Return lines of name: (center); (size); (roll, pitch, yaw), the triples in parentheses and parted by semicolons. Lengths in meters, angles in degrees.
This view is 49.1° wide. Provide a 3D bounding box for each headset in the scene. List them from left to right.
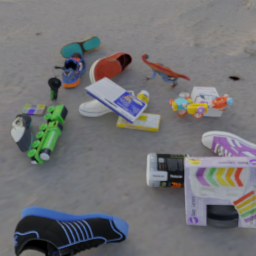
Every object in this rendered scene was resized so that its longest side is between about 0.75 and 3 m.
headset: (-3.162, -1.968, 12.442); (0.711, 1.512, 0.934); (0, 12, -24)

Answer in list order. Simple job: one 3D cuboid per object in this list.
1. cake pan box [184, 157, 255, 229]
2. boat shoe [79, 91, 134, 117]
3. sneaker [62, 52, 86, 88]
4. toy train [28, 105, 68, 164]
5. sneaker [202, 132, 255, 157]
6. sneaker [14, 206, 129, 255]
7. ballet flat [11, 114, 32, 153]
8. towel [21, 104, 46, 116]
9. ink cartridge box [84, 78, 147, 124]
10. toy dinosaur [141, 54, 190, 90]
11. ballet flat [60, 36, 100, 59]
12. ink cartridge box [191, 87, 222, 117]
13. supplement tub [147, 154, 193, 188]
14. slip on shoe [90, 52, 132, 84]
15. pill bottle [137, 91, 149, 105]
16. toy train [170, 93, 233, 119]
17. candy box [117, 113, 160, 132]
cake pan box: (2.603, 1.830, 7.793); (2.037, 2.212, 0.578); (0, 27, 13)
boat shoe: (-0.894, -1.129, 11.931); (2.447, 0.854, 0.867); (-8, 45, -8)
sneaker: (-2.664, -3.067, 13.832); (0.972, 1.012, 2.581); (1, 44, 0)
toy train: (-2.950, 0.176, 10.634); (0.819, 0.606, 2.905); (-10, 42, 16)
sneaker: (3.591, 1.022, 9.724); (2.441, 0.885, 1.392); (20, 56, 25)
sneaker: (-1.420, 2.911, 7.351); (2.986, 1.047, 1.163); (10, 42, -11)
ballet flat: (-4.051, 0.125, 10.568); (0.765, 0.765, 2.093); (-10, 37, -10)
towel: (-4.068, -0.796, 12.128); (0.962, 0.110, 0.691); (5, 45, 5)
ink cartridge box: (-0.478, -1.006, 10.693); (2.122, 0.505, 2.147); (35, 29, 3)
toy dinosaur: (1.580, -2.821, 13.060); (2.185, 1.983, 1.147); (-17, 41, 52)
ballet flat: (-2.703, -4.404, 15.524); (2.540, 0.895, 0.829); (-27, 23, -29)
ink cartridge box: (3.395, -1.138, 12.116); (1.008, 0.591, 1.377); (0, 45, -5)
supplement tub: (1.513, 1.397, 9.140); (1.780, 1.091, 1.091); (1, 44, 2)
slip on shoe: (-0.812, -2.937, 13.567); (0.905, 1.096, 2.959); (5, 33, 37)
pill bottle: (0.604, -1.202, 12.246); (0.527, 0.527, 0.947); (11, 45, 11)
toy train: (2.934, -0.888, 11.559); (2.403, 0.668, 1.805); (13, 31, 43)
candy box: (0.443, -0.287, 11.513); (1.681, 0.222, 0.859); (8, 46, 8)
